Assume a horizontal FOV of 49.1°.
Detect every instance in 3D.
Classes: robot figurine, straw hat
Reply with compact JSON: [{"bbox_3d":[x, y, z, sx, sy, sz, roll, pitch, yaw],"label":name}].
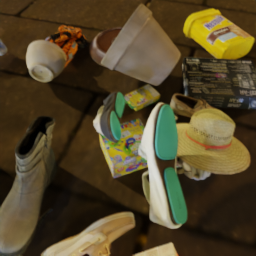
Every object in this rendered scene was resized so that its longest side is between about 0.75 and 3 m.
[{"bbox_3d":[-2.509,-3.235,10.853,1.598,0.641,2.204,14,52,9],"label":"robot figurine"},{"bbox_3d":[2.178,0.070,7.447,2.437,1.031,2.437,7,31,-4],"label":"straw hat"}]

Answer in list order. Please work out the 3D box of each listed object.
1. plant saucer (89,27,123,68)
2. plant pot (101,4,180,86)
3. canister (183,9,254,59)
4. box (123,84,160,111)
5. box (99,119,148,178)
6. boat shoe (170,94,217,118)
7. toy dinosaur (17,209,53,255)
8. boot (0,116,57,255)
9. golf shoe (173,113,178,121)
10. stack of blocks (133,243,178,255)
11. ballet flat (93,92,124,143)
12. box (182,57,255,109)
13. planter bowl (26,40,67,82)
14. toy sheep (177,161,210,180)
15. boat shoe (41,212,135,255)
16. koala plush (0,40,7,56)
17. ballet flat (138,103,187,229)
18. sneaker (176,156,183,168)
[{"bbox_3d":[-0.283,-3.254,11.011,2.527,0.405,2.527,0,51,0],"label":"plant saucer"},{"bbox_3d":[0.549,-2.503,9.287,1.997,2.302,2.302,35,54,-8],"label":"plant pot"},{"bbox_3d":[3.511,-3.604,10.937,1.662,0.969,2.238,-22,56,-22],"label":"canister"},{"bbox_3d":[0.421,-0.977,9.253,1.115,0.270,0.654,-26,56,-23],"label":"box"},{"bbox_3d":[-0.034,0.541,7.685,1.225,0.747,1.180,-16,53,-14],"label":"box"},{"bbox_3d":[2.187,-0.573,8.680,1.781,0.575,0.635,17,52,7],"label":"boat shoe"},{"bbox_3d":[-2.486,2.461,6.366,0.746,0.402,1.692,14,42,16],"label":"toy dinosaur"},{"bbox_3d":[-2.334,1.123,6.231,0.965,1.862,2.850,10,43,-1],"label":"boot"},{"bbox_3d":[1.127,-0.421,8.669,0.827,0.391,0.322,12,93,13],"label":"golf shoe"},{"bbox_3d":[0.132,2.951,5.108,1.867,1.075,0.547,-21,21,6],"label":"stack of blocks"},{"bbox_3d":[-0.527,-0.236,7.500,0.778,0.778,2.130,3,35,2],"label":"ballet flat"},{"bbox_3d":[3.141,-1.566,9.546,2.466,0.537,1.976,2,51,2],"label":"box"},{"bbox_3d":[-2.867,-2.149,9.546,1.350,1.350,0.909,5,57,4],"label":"planter bowl"},{"bbox_3d":[1.818,1.009,7.305,1.144,0.789,0.789,-8,51,-16],"label":"toy sheep"},{"bbox_3d":[-0.742,2.584,6.000,2.166,0.798,0.749,-27,53,-8],"label":"boat shoe"},{"bbox_3d":[-5.464,-3.053,10.553,1.047,1.085,1.181,28,68,22],"label":"koala plush"},{"bbox_3d":[0.685,0.865,6.652,1.010,1.010,2.910,-5,77,-4],"label":"ballet flat"},{"bbox_3d":[1.174,0.759,7.610,0.844,0.591,0.328,11,52,9],"label":"sneaker"}]
